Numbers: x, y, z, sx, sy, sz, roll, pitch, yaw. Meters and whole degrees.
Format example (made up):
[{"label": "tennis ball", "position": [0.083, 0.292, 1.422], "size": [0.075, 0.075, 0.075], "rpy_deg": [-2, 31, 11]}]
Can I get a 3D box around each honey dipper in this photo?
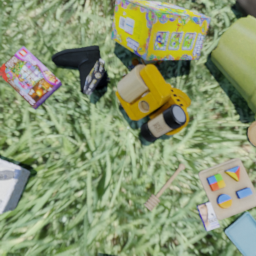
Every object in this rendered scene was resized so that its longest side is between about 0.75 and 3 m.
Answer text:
[{"label": "honey dipper", "position": [1.226, 1.882, 9.142], "size": [0.355, 0.355, 1.868], "rpy_deg": [39, 78, 8]}]

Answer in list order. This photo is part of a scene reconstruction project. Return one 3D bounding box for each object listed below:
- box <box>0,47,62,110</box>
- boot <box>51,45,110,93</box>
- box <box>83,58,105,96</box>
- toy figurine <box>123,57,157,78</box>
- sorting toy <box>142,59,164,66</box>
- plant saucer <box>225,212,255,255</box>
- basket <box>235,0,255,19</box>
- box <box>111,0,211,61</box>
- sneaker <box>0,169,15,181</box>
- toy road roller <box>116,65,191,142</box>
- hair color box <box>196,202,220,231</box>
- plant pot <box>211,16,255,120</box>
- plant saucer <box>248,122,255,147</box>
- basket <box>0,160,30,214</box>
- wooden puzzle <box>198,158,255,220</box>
[{"label": "box", "position": [-3.495, -1.766, 9.901], "size": [1.933, 0.378, 1.323], "rpy_deg": [43, 81, 9]}, {"label": "boot", "position": [-1.654, -1.991, 9.835], "size": [1.888, 0.699, 1.547], "rpy_deg": [-12, 82, -3]}, {"label": "box", "position": [-1.052, -1.620, 8.819], "size": [0.263, 1.072, 0.864], "rpy_deg": [27, 120, -18]}, {"label": "toy figurine", "position": [0.384, -1.772, 9.714], "size": [1.073, 0.758, 1.090], "rpy_deg": [31, 80, 6]}, {"label": "sorting toy", "position": [0.874, -2.618, 9.917], "size": [1.010, 0.354, 1.017], "rpy_deg": [-15, 54, -15]}, {"label": "plant saucer", "position": [4.292, 4.083, 8.684], "size": [1.013, 0.275, 2.898], "rpy_deg": [-37, 79, -7]}, {"label": "basket", "position": [4.907, -4.185, 9.975], "size": [1.789, 1.349, 1.984], "rpy_deg": [-30, 74, -28]}, {"label": "box", "position": [0.919, -3.055, 8.603], "size": [2.055, 1.302, 2.134], "rpy_deg": [-9, 36, -29]}, {"label": "sneaker", "position": [-3.453, 1.321, 7.463], "size": [0.834, 0.342, 0.312], "rpy_deg": [-5, 105, -5]}, {"label": "toy road roller", "position": [0.854, -0.768, 7.969], "size": [2.135, 1.312, 1.558], "rpy_deg": [56, 43, 0]}, {"label": "hair color box", "position": [2.550, 2.825, 8.960], "size": [0.437, 0.259, 0.800], "rpy_deg": [-19, 76, -3]}, {"label": "plant pot", "position": [4.229, -2.115, 9.032], "size": [2.790, 2.790, 2.565], "rpy_deg": [-38, 68, -8]}, {"label": "plant saucer", "position": [4.555, 0.242, 9.568], "size": [0.989, 0.175, 0.989], "rpy_deg": [0, 78, 0]}, {"label": "basket", "position": [-4.075, 1.721, 8.714], "size": [1.497, 1.204, 1.484], "rpy_deg": [19, 78, 5]}, {"label": "wooden puzzle", "position": [3.299, 1.959, 9.083], "size": [1.533, 0.383, 1.655], "rpy_deg": [-20, 78, -5]}]
